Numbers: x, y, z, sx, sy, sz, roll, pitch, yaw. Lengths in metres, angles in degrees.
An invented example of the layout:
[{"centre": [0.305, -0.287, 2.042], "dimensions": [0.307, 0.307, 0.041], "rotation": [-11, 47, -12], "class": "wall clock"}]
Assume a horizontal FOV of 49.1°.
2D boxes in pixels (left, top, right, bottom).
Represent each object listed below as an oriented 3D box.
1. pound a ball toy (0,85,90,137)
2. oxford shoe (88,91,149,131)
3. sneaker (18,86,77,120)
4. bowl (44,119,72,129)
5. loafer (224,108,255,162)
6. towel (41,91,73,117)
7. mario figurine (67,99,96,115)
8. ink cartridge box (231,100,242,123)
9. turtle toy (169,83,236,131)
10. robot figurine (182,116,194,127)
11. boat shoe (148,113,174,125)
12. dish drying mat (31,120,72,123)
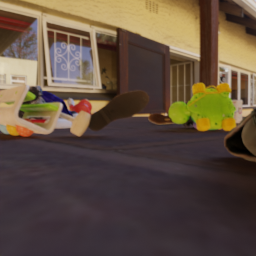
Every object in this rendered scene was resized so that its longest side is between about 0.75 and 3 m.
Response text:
[{"centre": [-1.921, -0.152, 5.776], "dimensions": [1.344, 0.876, 2.061], "rotation": [30, -17, -38], "class": "pound a ball toy"}, {"centre": [-0.200, -0.408, 5.706], "dimensions": [1.375, 0.490, 0.490], "rotation": [-24, 11, 17], "class": "oxford shoe"}, {"centre": [-3.576, -0.991, 12.098], "dimensions": [2.878, 1.638, 1.086], "rotation": [0, 3, 3], "class": "sneaker"}, {"centre": [-2.225, -0.138, 8.857], "dimensions": [0.771, 0.288, 0.770], "rotation": [-5, 5, -43], "class": "bowl"}, {"centre": [1.111, 0.115, 2.130], "dimensions": [0.565, 0.645, 1.796], "rotation": [-20, -8, 12], "class": "loafer"}, {"centre": [-2.817, -0.857, 11.020], "dimensions": [1.387, 1.024, 0.344], "rotation": [28, 62, 38], "class": "towel"}, {"centre": [-2.429, -1.079, 15.441], "dimensions": [1.686, 1.447, 2.731], "rotation": [-13, 2, -12], "class": "mario figurine"}, {"centre": [5.008, -0.787, 13.445], "dimensions": [0.466, 1.100, 0.795], "rotation": [-2, 4, -34], "class": "ink cartridge box"}, {"centre": [1.998, -0.466, 7.522], "dimensions": [1.793, 1.307, 0.906], "rotation": [-1, -17, -3], "class": "turtle toy"}, {"centre": [2.264, -0.442, 8.703], "dimensions": [1.068, 0.887, 1.421], "rotation": [2, 3, 1], "class": "robot figurine"}, {"centre": [1.413, -0.328, 11.734], "dimensions": [1.255, 0.463, 0.464], "rotation": [6, -11, -12], "class": "boat shoe"}, {"centre": [-3.278, -0.207, 10.977], "dimensions": [2.407, 0.219, 0.924], "rotation": [0, 4, -11], "class": "dish drying mat"}]
